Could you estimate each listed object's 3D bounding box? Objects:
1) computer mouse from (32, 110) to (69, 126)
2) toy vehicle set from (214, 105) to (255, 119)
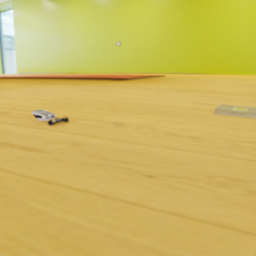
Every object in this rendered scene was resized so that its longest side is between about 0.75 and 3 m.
[{"bbox_3d":[-3.489,-0.428,12.199,1.751,0.384,0.960,17,26,34],"label":"computer mouse"},{"bbox_3d":[5.497,-0.814,13.793,2.185,0.290,1.358,8,17,30],"label":"toy vehicle set"}]
